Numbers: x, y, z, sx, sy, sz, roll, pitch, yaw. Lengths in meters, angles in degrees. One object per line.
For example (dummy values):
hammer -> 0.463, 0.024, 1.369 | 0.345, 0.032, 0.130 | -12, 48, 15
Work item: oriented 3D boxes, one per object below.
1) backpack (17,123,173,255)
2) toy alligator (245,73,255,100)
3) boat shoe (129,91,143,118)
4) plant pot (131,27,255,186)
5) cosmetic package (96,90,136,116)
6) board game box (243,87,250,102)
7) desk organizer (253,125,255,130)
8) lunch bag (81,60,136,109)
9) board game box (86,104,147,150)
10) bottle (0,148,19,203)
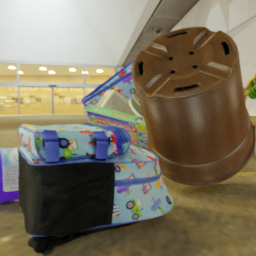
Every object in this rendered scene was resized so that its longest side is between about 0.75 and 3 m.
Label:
backpack -> -0.375, 0.553, 3.452 | 1.789, 1.203, 1.633 | -1, 4, -24
toy alligator -> 3.746, -1.271, 7.699 | 0.572, 0.524, 1.930 | 28, -24, 7
boat shoe -> 1.104, -0.310, 6.511 | 2.469, 0.738, 0.882 | 32, 58, 20
plant pot -> 0.915, -0.334, 4.004 | 1.738, 1.738, 1.721 | 2, -36, 23
cosmetic package -> -0.069, -0.167, 8.243 | 1.900, 0.982, 0.829 | 38, -11, -19
board game box -> 3.119, -0.339, 9.132 | 1.408, 2.078, 0.359 | -3, 26, -40
desk organizer -> 5.107, 0.249, 10.707 | 1.660, 0.639, 0.595 | 3, 5, 32
lunch bag -> -0.177, -0.654, 9.370 | 2.695, 2.029, 1.268 | -30, 22, 23
board game box -> -0.147, 0.069, 6.959 | 1.714, 0.250, 1.153 | 15, -35, 16
bottle -> -1.159, 0.676, 4.567 | 2.237, 0.730, 0.934 | -2, 15, -27
